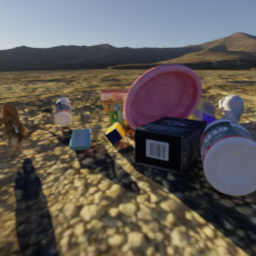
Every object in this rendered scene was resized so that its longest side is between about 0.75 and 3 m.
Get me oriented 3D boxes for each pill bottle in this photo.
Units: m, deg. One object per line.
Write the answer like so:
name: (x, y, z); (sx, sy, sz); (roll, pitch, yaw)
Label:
pill bottle: (-2.757, -0.717, 11.886); (0.723, 0.723, 1.242); (-3, 39, -11)
pill bottle: (2.345, 0.543, 6.596); (1.256, 1.256, 2.206); (3, 14, 10)

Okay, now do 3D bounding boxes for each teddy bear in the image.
teddy bear: (-3.615, -0.005, 8.695); (0.504, 1.510, 1.095); (-31, -2, 25)

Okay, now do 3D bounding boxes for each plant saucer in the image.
plant saucer: (1.059, -0.939, 9.015); (2.616, 2.616, 0.663); (-5, 42, -19)
plant saucer: (-1.592, 0.367, 9.475); (0.660, 0.179, 1.888); (-3, 17, -7)

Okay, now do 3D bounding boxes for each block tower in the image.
block tower: (4.053, 0.251, 9.354); (0.496, 0.464, 1.717); (-4, 16, 18)

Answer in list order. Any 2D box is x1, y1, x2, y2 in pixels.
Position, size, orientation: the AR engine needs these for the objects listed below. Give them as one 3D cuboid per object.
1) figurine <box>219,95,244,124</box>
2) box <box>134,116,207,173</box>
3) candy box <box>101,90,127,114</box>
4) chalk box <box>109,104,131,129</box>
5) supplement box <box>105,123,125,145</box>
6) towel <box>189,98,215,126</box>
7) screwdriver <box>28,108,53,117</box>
figurine: (4.673, -0.359, 10.670); (2.579, 1.110, 2.516); (6, 26, 23)
box: (1.259, 0.384, 7.987); (1.442, 1.016, 1.948); (9, 17, 33)
candy box: (-0.613, -1.179, 13.096); (1.128, 0.541, 1.955); (-1, -14, 1)
chalk box: (-0.043, -0.491, 11.046); (1.475, 0.921, 0.914); (-7, 7, -16)
supplement box: (-0.437, 0.186, 9.568); (0.446, 0.449, 0.820); (-33, 10, 12)
towel: (2.852, -0.548, 10.671); (1.225, 0.194, 1.706); (31, 42, -10)
screwdriver: (-3.968, -0.675, 12.670); (1.531, 0.214, 0.223); (-12, 5, 32)
